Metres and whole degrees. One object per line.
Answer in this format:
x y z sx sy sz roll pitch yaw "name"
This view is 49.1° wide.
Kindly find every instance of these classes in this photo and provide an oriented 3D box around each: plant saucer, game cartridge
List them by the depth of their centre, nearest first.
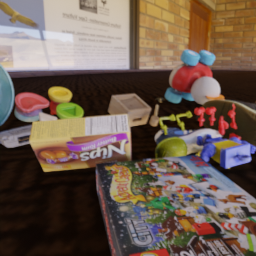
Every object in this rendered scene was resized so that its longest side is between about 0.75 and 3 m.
-4.383 -0.951 7.343 2.572 2.572 0.462 -5 23 -20 "plant saucer"
-2.553 0.140 7.432 1.650 0.337 1.098 -15 18 -34 "game cartridge"

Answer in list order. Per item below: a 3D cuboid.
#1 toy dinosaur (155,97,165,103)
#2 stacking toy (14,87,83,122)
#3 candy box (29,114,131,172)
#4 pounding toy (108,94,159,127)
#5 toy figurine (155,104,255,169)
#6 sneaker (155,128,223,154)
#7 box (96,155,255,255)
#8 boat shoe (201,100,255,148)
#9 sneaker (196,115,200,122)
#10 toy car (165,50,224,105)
1.626 -1.431 14.029 0.401 0.216 0.911 -8 12 -4 "toy dinosaur"
-2.787 -0.487 10.006 2.195 0.927 1.987 -17 48 -41 "stacking toy"
-0.801 0.296 5.147 1.699 0.991 0.480 -4 50 -2 "candy box"
0.357 -0.407 9.131 1.370 0.714 1.560 -10 42 -37 "pounding toy"
1.803 0.309 5.628 2.202 1.161 1.319 -8 22 -25 "toy figurine"
1.392 0.218 6.833 1.486 0.598 1.088 -11 21 -18 "sneaker"
0.639 1.103 3.619 1.853 0.511 2.713 -3 15 -12 "box"
3.204 -0.060 6.848 0.974 1.059 2.964 -14 24 -40 "boat shoe"
2.783 -0.378 9.667 0.832 0.325 0.355 6 19 23 "sneaker"
3.406 -1.862 12.699 2.303 2.400 2.604 -11 44 -39 "toy car"
